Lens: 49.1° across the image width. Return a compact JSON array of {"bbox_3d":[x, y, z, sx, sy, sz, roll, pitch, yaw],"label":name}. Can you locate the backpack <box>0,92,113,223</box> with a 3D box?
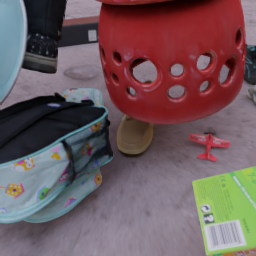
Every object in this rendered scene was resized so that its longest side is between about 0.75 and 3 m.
[{"bbox_3d":[-1.700,0.528,4.892,2.122,1.851,2.414,16,26,34],"label":"backpack"}]

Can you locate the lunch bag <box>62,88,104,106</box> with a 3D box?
[{"bbox_3d":[-1.186,-0.552,7.368,1.111,0.534,1.386,-3,41,-4],"label":"lunch bag"}]

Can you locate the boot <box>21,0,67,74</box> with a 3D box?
[{"bbox_3d":[-1.790,-2.371,5.495,1.006,2.105,2.787,5,22,-30],"label":"boot"}]

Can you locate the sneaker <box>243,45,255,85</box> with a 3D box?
[{"bbox_3d":[3.928,-2.103,8.963,0.811,0.853,2.152,-14,44,-19],"label":"sneaker"}]

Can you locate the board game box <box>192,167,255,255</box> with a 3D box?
[{"bbox_3d":[1.900,0.854,3.278,2.130,0.319,1.018,-19,41,17],"label":"board game box"}]

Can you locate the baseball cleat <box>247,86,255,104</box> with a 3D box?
[{"bbox_3d":[3.636,-0.901,7.839,0.301,0.459,0.863,-24,40,-7],"label":"baseball cleat"}]

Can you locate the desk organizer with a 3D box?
[{"bbox_3d":[-2.026,-3.809,11.004,2.237,0.802,0.861,-12,39,-13],"label":"desk organizer"}]

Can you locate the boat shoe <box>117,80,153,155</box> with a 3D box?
[{"bbox_3d":[0.252,-0.347,6.941,0.849,0.768,2.382,8,41,9],"label":"boat shoe"}]

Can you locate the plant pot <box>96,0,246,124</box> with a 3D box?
[{"bbox_3d":[0.755,-1.886,5.207,2.799,2.549,2.799,-7,40,6],"label":"plant pot"}]

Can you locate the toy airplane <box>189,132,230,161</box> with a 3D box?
[{"bbox_3d":[1.883,0.428,6.494,0.960,0.177,0.960,1,41,-1],"label":"toy airplane"}]

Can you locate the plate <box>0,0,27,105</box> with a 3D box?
[{"bbox_3d":[-2.328,-1.387,4.840,2.258,2.258,0.289,34,18,33],"label":"plate"}]
